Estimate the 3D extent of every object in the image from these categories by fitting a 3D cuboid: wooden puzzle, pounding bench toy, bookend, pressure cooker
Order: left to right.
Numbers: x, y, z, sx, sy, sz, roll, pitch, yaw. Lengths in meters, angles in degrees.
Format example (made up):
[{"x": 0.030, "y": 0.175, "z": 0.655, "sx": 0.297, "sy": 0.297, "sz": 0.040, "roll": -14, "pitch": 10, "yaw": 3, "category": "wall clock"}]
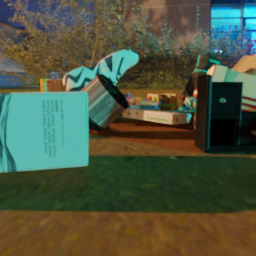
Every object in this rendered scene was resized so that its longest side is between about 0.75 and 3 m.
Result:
[{"x": -0.845, "y": -0.606, "z": 7.548, "sx": 1.397, "sy": 1.229, "sz": 1.248, "roll": -42, "pitch": -10, "yaw": 9, "category": "pressure cooker"}, {"x": 1.548, "y": -1.008, "z": 12.032, "sx": 1.096, "sy": 0.873, "sz": 1.405, "roll": -5, "pitch": 11, "yaw": -26, "category": "pounding bench toy"}, {"x": 2.263, "y": -0.304, "z": 5.841, "sx": 1.570, "sy": 1.560, "sz": 0.723, "roll": 1, "pitch": 8, "yaw": -3, "category": "bookend"}, {"x": 4.227, "y": -1.848, "z": 10.614, "sx": 0.477, "sy": 2.370, "sz": 2.562, "roll": 40, "pitch": 10, "yaw": -4, "category": "wooden puzzle"}]

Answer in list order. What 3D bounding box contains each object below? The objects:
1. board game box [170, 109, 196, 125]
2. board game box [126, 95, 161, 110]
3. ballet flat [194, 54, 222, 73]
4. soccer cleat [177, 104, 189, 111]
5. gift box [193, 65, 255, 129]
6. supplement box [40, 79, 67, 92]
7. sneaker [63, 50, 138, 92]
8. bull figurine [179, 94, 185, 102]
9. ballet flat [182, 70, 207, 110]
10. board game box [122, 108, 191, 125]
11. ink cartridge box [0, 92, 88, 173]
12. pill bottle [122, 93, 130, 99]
[{"x": 2.702, "y": -0.349, "z": 9.696, "sx": 1.707, "sy": 0.355, "sz": 2.524, "roll": -7, "pitch": 12, "yaw": -37, "category": "board game box"}, {"x": 0.414, "y": -0.881, "z": 11.380, "sx": 1.540, "sy": 0.265, "sz": 1.042, "roll": 20, "pitch": 38, "yaw": 35, "category": "board game box"}, {"x": 2.963, "y": -1.968, "z": 10.596, "sx": 0.975, "sy": 0.969, "sz": 2.851, "roll": 9, "pitch": -2, "yaw": 9, "category": "ballet flat"}, {"x": 2.349, "y": -0.777, "z": 12.452, "sx": 0.525, "sy": 0.406, "sz": 1.255, "roll": 39, "pitch": -7, "yaw": -8, "category": "soccer cleat"}, {"x": 2.457, "y": -0.549, "z": 7.063, "sx": 1.698, "sy": 1.818, "sz": 1.678, "roll": 18, "pitch": 5, "yaw": 8, "category": "gift box"}, {"x": -1.962, "y": -1.063, "z": 10.407, "sx": 2.408, "sy": 1.517, "sz": 0.885, "roll": -4, "pitch": 10, "yaw": -20, "category": "supplement box"}, {"x": -0.602, "y": -1.402, "z": 9.534, "sx": 2.790, "sy": 1.815, "sz": 1.114, "roll": -27, "pitch": -1, "yaw": -25, "category": "sneaker"}, {"x": 2.581, "y": -1.236, "z": 11.954, "sx": 1.023, "sy": 0.621, "sz": 0.333, "roll": 22, "pitch": 28, "yaw": -45, "category": "bull figurine"}, {"x": 2.446, "y": -1.207, "z": 10.316, "sx": 0.927, "sy": 0.932, "sz": 2.725, "roll": 1, "pitch": -11, "yaw": 11, "category": "ballet flat"}, {"x": 0.922, "y": -0.409, "z": 9.229, "sx": 1.922, "sy": 0.333, "sz": 1.213, "roll": 10, "pitch": 9, "yaw": 38, "category": "board game box"}, {"x": -1.946, "y": 0.065, "z": 4.373, "sx": 2.555, "sy": 1.070, "sz": 1.844, "roll": -3, "pitch": 1, "yaw": -13, "category": "ink cartridge box"}, {"x": -0.587, "y": -1.530, "z": 15.438, "sx": 1.359, "sy": 0.773, "sz": 0.773, "roll": -3, "pitch": 10, "yaw": -12, "category": "pill bottle"}]
